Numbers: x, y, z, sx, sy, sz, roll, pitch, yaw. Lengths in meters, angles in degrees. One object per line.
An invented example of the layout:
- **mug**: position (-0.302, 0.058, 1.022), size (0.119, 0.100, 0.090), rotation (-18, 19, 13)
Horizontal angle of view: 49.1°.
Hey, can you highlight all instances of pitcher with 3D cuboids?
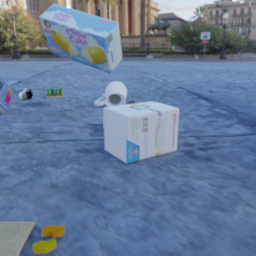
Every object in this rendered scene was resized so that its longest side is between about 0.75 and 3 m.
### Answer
- **pitcher**: position (-0.792, -1.489, 13.019), size (1.456, 1.029, 1.697), rotation (-8, 27, 6)

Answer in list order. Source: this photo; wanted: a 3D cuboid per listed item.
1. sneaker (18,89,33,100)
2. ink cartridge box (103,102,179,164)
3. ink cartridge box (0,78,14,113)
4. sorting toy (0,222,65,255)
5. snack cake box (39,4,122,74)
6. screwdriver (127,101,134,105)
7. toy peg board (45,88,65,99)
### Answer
- **sneaker**: position (-5.206, -1.742, 14.604), size (0.566, 0.478, 1.295), rotation (1, 20, 1)
- **ink cartridge box**: position (0.331, 0.044, 7.283), size (1.608, 1.180, 1.174), rotation (-10, 19, -32)
- **ink cartridge box**: position (-6.031, -1.702, 10.536), size (2.024, 1.132, 2.967), rotation (2, -22, 8)
- **sorting toy**: position (-1.701, 1.616, 3.791), size (1.524, 0.204, 1.135), rotation (0, 12, 0)
- **snack cake box**: position (-1.774, -3.444, 10.809), size (2.967, 1.706, 0.997), rotation (23, 61, 20)
- **screwdriver**: position (-0.081, -1.054, 12.754), size (0.188, 0.196, 1.345), rotation (9, 18, 29)
- **toy peg board**: position (-4.005, -1.953, 15.247), size (1.004, 0.491, 0.999), rotation (-5, 17, -18)
